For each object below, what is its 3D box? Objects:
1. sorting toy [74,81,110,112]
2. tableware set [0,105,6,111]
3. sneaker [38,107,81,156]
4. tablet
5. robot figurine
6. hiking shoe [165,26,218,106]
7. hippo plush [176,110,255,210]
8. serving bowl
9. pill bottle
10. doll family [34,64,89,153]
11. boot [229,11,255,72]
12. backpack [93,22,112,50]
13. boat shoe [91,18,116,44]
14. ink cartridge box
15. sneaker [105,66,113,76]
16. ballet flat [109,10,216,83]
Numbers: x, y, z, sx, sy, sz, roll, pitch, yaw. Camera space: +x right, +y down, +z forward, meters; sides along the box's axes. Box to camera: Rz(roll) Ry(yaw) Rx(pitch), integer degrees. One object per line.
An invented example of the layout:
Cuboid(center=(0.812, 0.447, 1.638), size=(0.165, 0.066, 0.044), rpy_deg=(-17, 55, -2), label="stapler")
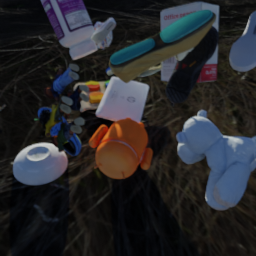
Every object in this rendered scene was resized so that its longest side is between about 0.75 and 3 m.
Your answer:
Cuboid(center=(-1.056, -1.598, 12.567), size=(2.539, 0.463, 2.350), rpy_deg=(-10, 37, -13), label="sorting toy")
Cuboid(center=(-5.748, -0.535, 11.243), size=(0.988, 0.299, 1.494), rpy_deg=(17, 43, 3), label="tableware set")
Cuboid(center=(-1.790, 0.098, 7.312), size=(0.505, 1.534, 0.601), rpy_deg=(-37, 13, 8), label="sneaker")
Cuboid(center=(-0.160, -1.188, 11.703), size=(1.758, 0.184, 2.701), rpy_deg=(14, 46, 2), label="tablet")
Cuboid(center=(-0.201, 0.623, 8.701), size=(1.352, 1.668, 2.319), rpy_deg=(-24, 23, 33), label="robot figurine")
Cuboid(center=(1.661, -1.719, 7.746), size=(0.879, 2.321, 1.169), rpy_deg=(30, -2, 4), label="hiking shoe")
Cuboid(center=(1.591, 0.552, 5.375), size=(1.516, 1.886, 1.502), rpy_deg=(32, 59, 15), label="hippo plush")
Cuboid(center=(-2.791, 1.007, 8.839), size=(1.685, 0.554, 1.685), rpy_deg=(1, 35, 0), label="serving bowl")
Cuboid(center=(-2.174, -4.021, 10.724), size=(1.449, 2.581, 1.449), rpy_deg=(-22, 13, 5), label="pill bottle")
Cuboid(center=(-1.596, -0.505, 6.653), size=(0.854, 1.257, 2.175), rpy_deg=(29, 50, -27), label="doll family")
Cuboid(center=(3.547, -2.180, 8.013), size=(0.901, 1.171, 2.450), rpy_deg=(20, 62, 27), label="boot")
Cuboid(center=(-1.175, -4.107, 12.381), size=(0.835, 1.033, 1.084), rpy_deg=(2, 54, 15), label="backpack")
Cuboid(center=(-1.014, -3.948, 11.455), size=(1.308, 0.481, 0.437), rpy_deg=(-32, 42, 22), label="boat shoe")
Cuboid(center=(2.276, -3.107, 10.528), size=(1.104, 2.667, 1.944), rpy_deg=(-12, 17, -37), label="ink cartridge box")
Cuboid(center=(-0.720, -3.101, 14.743), size=(1.001, 0.384, 0.557), rpy_deg=(-20, 48, -16), label="sneaker")
Cuboid(center=(0.829, -1.845, 6.608), size=(2.636, 0.831, 0.905), rpy_deg=(-21, 43, 17), label="ballet flat")
